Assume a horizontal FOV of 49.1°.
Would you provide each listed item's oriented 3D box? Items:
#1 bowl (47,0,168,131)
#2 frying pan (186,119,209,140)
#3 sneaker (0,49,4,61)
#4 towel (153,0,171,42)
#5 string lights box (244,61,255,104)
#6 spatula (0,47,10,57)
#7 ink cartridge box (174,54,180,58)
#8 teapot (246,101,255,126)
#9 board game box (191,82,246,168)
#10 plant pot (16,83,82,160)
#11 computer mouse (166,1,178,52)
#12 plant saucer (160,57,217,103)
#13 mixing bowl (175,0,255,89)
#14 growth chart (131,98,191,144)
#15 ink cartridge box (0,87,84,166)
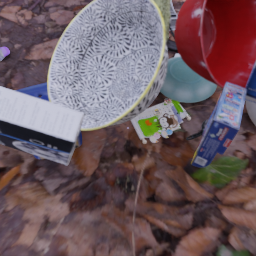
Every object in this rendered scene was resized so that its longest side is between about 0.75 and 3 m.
[{"bbox_3d":[-0.200,-1.113,5.528,2.709,1.271,2.709,-11,70,33],"label":"bowl"},{"bbox_3d":[2.322,-0.002,8.283,1.296,0.211,0.784,1,51,-3],"label":"frying pan"},{"bbox_3d":[-2.885,-1.376,4.276,2.329,0.861,0.954,32,78,23],"label":"sneaker"},{"bbox_3d":[0.276,-2.911,7.048,0.544,2.213,2.983,17,71,-34],"label":"towel"},{"bbox_3d":[2.508,-1.111,4.913,0.523,1.775,0.912,22,82,19],"label":"string lights box"},{"bbox_3d":[-5.382,-2.425,10.157,2.159,0.222,0.610,-27,55,-19],"label":"spatula"},{"bbox_3d":[1.954,-2.114,9.913,0.909,0.319,1.118,17,61,13],"label":"ink cartridge box"},{"bbox_3d":[4.768,-0.971,7.677,2.770,2.023,2.734,26,66,17],"label":"teapot"},{"bbox_3d":[1.597,-0.103,4.791,0.394,1.278,1.277,24,55,12],"label":"board game box"},{"bbox_3d":[-2.111,-0.143,7.542,1.597,1.597,1.436,-18,60,-14],"label":"plant pot"},{"bbox_3d":[0.989,-3.295,8.505,1.616,0.646,2.947,1,59,-26],"label":"computer mouse"},{"bbox_3d":[1.912,-1.761,9.261,2.119,0.408,2.119,0,55,1],"label":"plant saucer"},{"bbox_3d":[1.896,-2.042,5.947,2.427,2.427,1.315,-33,28,-23],"label":"mixing bowl"},{"bbox_3d":[0.979,-0.274,8.509,1.842,0.163,1.333,-25,57,-17],"label":"growth chart"},{"bbox_3d":[-1.922,-0.081,4.408,2.284,2.263,0.496,20,71,-8],"label":"ink cartridge box"}]
